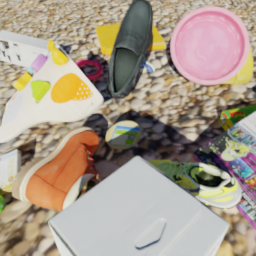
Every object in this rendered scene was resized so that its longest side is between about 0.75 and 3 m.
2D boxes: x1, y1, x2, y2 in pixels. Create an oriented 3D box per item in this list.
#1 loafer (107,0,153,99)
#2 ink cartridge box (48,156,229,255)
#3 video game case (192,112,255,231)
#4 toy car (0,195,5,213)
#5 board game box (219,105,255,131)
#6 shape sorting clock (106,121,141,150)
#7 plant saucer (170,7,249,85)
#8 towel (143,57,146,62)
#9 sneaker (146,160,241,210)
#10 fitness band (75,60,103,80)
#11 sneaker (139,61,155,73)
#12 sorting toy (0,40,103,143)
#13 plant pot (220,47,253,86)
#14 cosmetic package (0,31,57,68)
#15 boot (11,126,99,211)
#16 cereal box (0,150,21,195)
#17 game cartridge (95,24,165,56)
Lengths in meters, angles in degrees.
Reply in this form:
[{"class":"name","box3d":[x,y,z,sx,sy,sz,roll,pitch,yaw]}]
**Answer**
[{"class":"loafer","box3d":[0.071,-2.179,7.712,0.969,2.854,1.002,16,5,0]},{"class":"ink cartridge box","box3d":[0.155,2.161,4.592,1.841,2.534,1.833,-33,52,-31]},{"class":"video game case","box3d":[3.402,0.951,6.873,2.481,0.490,2.738,-32,49,-5]},{"class":"toy car","box3d":[-4.090,1.599,6.154,2.549,0.604,2.709,1,19,-21]},{"class":"board game box","box3d":[4.050,-0.189,8.629,2.103,0.501,1.069,-11,44,-12]},{"class":"shape sorting clock","box3d":[-0.122,0.212,7.813,1.024,1.024,0.201,-9,45,-10]},{"class":"plant saucer","box3d":[2.527,-2.542,8.879,2.401,2.401,0.609,3,3,3]},{"class":"towel","box3d":[0.329,-2.807,11.716,0.888,0.136,0.662,-4,44,-5]},{"class":"sneaker","box3d":[1.309,1.102,6.636,2.592,0.990,0.977,6,54,26]},{"class":"fitness band","box3d":[-1.574,-2.343,11.157,1.008,0.263,1.404,-15,44,-12]},{"class":"sneaker","box3d":[0.434,-2.285,11.039,1.037,0.418,0.759,33,70,13]},{"class":"sorting toy","box3d":[-2.382,-0.802,7.295,2.647,1.571,2.940,-40,29,-1]},{"class":"plant pot","box3d":[3.342,-2.297,10.109,1.624,1.726,1.726,-11,43,3]},{"class":"cosmetic package","box3d":[-4.070,-3.036,11.266,2.703,1.116,0.684,17,48,18]},{"class":"boot","box3d":[-1.144,0.909,6.446,1.452,1.016,2.707,16,32,17]},{"class":"cereal box","box3d":[-3.068,1.133,7.096,0.743,0.204,1.033,-22,54,13]},{"class":"game cartridge","box3d":[0.027,-4.195,13.043,2.819,0.457,2.485,-10,44,-7]}]
